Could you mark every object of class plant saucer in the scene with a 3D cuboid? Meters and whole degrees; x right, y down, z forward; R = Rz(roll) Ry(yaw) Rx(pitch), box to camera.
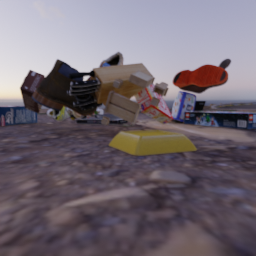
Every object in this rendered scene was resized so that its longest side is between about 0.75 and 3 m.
[{"bbox_3d":[0.443,0.248,5.523,1.317,0.319,1.317,-2,6,-25],"label":"plant saucer"}]

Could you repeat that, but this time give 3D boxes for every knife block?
[{"bbox_3d":[-0.583,-1.291,7.688,2.146,0.687,1.884,-39,-31,9],"label":"knife block"}]

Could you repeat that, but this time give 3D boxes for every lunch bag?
[{"bbox_3d":[2.500,-0.943,12.663,0.965,1.325,1.558,15,4,14],"label":"lunch bag"}]

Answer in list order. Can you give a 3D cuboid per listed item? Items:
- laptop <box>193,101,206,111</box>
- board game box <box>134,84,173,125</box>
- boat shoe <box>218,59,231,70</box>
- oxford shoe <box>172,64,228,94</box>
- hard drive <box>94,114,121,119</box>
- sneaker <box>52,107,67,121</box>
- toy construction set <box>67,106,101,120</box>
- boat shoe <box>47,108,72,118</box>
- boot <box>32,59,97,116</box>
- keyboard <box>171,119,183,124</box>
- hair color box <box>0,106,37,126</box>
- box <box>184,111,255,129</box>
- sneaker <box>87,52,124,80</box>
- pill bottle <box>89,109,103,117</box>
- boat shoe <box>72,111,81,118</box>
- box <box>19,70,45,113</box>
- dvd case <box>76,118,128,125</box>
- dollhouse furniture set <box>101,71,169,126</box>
[{"bbox_3d":[3.449,-1.117,17.035,1.781,1.038,2.010,0,5,-10],"label":"laptop"},{"bbox_3d":[0.729,-0.972,9.289,0.438,1.432,1.891,-31,-22,19],"label":"board game box"},{"bbox_3d":[3.972,-2.563,11.958,0.972,0.362,0.356,-44,-2,3],"label":"boat shoe"},{"bbox_3d":[3.023,-1.892,11.304,0.960,0.942,2.647,31,-10,-32],"label":"oxford shoe"},{"bbox_3d":[-1.102,-0.611,15.435,1.406,0.297,0.948,-1,5,-15],"label":"hard drive"},{"bbox_3d":[-2.699,-1.004,10.987,0.558,1.479,0.565,-1,4,18],"label":"sneaker"},{"bbox_3d":[-2.460,-1.034,14.976,1.320,1.432,1.717,-10,-5,38],"label":"toy construction set"},{"bbox_3d":[-4.033,-0.997,17.471,1.959,0.724,0.835,-4,6,-21],"label":"boat shoe"},{"bbox_3d":[-1.629,-1.227,9.002,1.059,1.374,2.836,37,15,22],"label":"boot"},{"bbox_3d":[1.858,-0.321,12.841,0.731,0.278,1.405,13,3,-27],"label":"keyboard"},{"bbox_3d":[-5.113,-0.522,11.577,1.314,0.795,2.628,2,5,20],"label":"hair color box"},{"bbox_3d":[3.977,-0.358,11.051,2.007,0.554,2.939,-3,6,-35],"label":"box"},{"bbox_3d":[-0.832,-1.573,8.547,0.709,1.892,0.852,35,-20,3],"label":"sneaker"},{"bbox_3d":[-2.182,-1.032,18.783,0.959,0.558,0.558,3,6,27],"label":"pill bottle"},{"bbox_3d":[-1.946,-0.963,11.681,0.464,1.258,0.435,33,-43,-25],"label":"boat shoe"},{"bbox_3d":[-3.524,-1.323,10.519,0.633,0.846,1.690,20,-24,-3],"label":"box"},{"bbox_3d":[-1.113,-0.295,12.331,1.888,0.234,1.419,2,5,16],"label":"dvd case"},{"bbox_3d":[0.199,-0.634,7.489,1.354,1.588,0.775,25,24,10],"label":"dollhouse furniture set"}]
